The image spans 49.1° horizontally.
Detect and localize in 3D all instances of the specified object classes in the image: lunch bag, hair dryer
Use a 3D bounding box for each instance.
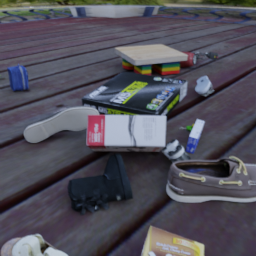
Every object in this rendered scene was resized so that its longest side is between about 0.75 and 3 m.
[{"bbox_3d":[-4.405,-2.042,11.315,0.683,1.032,0.701,-15,30,-31],"label":"lunch bag"},{"bbox_3d":[3.067,-3.566,14.722,2.835,0.770,2.159,-2,11,-11],"label":"hair dryer"}]

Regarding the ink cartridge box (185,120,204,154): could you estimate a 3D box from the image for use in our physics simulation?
[{"bbox_3d":[1.850,0.221,7.718,0.232,0.494,1.050,18,33,17],"label":"ink cartridge box"}]

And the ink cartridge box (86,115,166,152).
[{"bbox_3d":[-0.035,0.171,6.929,1.810,0.750,1.328,1,-10,1],"label":"ink cartridge box"}]

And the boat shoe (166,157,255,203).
[{"bbox_3d":[2.065,1.036,5.982,2.478,0.738,0.890,-2,29,-4],"label":"boat shoe"}]

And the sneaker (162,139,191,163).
[{"bbox_3d":[1.207,0.696,6.912,0.478,0.651,1.438,-35,5,3],"label":"sneaker"}]

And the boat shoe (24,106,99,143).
[{"bbox_3d":[-1.892,-0.203,7.950,2.169,0.725,0.618,-18,26,-1],"label":"boat shoe"}]

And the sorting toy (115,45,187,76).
[{"bbox_3d":[1.025,-3.272,13.636,2.664,0.927,2.648,-10,30,-19],"label":"sorting toy"}]

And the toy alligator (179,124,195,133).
[{"bbox_3d":[1.916,0.040,8.375,0.819,0.243,0.222,-11,71,-19],"label":"toy alligator"}]

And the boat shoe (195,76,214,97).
[{"bbox_3d":[2.927,-1.504,10.720,0.601,0.556,1.629,-29,14,18],"label":"boat shoe"}]

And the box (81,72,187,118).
[{"bbox_3d":[0.313,-1.124,9.887,2.774,0.682,2.872,16,35,25],"label":"box"}]

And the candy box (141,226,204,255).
[{"bbox_3d":[0.544,2.249,3.952,0.908,0.435,1.572,18,32,7],"label":"candy box"}]

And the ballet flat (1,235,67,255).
[{"bbox_3d":[-1.296,2.014,4.333,1.823,0.613,0.621,14,32,24],"label":"ballet flat"}]

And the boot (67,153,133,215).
[{"bbox_3d":[-0.652,1.148,6.040,1.254,0.566,1.531,-10,30,-8],"label":"boot"}]
